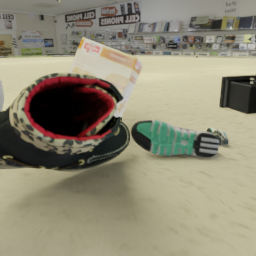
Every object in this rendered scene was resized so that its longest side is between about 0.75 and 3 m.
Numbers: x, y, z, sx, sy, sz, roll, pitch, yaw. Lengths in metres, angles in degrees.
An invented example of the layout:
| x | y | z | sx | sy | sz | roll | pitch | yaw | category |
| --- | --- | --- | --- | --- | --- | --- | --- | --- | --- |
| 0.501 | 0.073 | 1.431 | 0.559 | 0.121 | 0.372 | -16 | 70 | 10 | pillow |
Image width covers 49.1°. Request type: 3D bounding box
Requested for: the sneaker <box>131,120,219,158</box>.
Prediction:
| x | y | z | sx | sy | sz | roll | pitch | yaw | category |
| --- | --- | --- | --- | --- | --- | --- | --- | --- | --- |
| 0.921 | 0.250 | 5.871 | 1.787 | 0.665 | 0.782 | 13 | 3 | -2 | sneaker |

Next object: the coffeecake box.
| x | y | z | sx | sy | sz | roll | pitch | yaw | category |
| --- | --- | --- | --- | --- | --- | --- | --- | --- | --- |
| -0.715 | -0.966 | 6.741 | 1.462 | 1.904 | 0.696 | 24 | 4 | 13 | coffeecake box |

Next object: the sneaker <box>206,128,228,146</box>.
| x | y | z | sx | sy | sz | roll | pitch | yaw | category |
| --- | --- | --- | --- | --- | --- | --- | --- | --- | --- |
| 2.162 | 0.174 | 6.545 | 0.356 | 0.320 | 0.825 | 0 | 17 | -10 | sneaker |

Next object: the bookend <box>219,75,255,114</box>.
| x | y | z | sx | sy | sz | roll | pitch | yaw | category |
| --- | --- | --- | --- | --- | --- | --- | --- | --- | --- |
| 4.717 | -1.051 | 9.141 | 2.374 | 1.094 | 2.359 | -6 | 18 | -17 | bookend |

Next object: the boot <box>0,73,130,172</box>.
| x | y | z | sx | sy | sz | roll | pitch | yaw | category |
| --- | --- | --- | --- | --- | --- | --- | --- | --- | --- |
| -0.625 | 0.064 | 4.060 | 2.862 | 1.033 | 2.162 | 1 | -12 | -41 | boot |

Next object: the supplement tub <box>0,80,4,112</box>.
| x | y | z | sx | sy | sz | roll | pitch | yaw | category |
| --- | --- | --- | --- | --- | --- | --- | --- | --- | --- |
| -4.618 | -0.690 | 6.289 | 2.090 | 2.090 | 2.890 | 10 | 20 | 29 | supplement tub |
